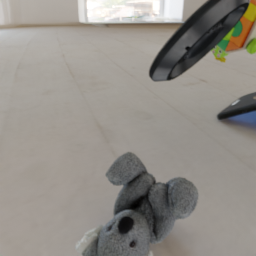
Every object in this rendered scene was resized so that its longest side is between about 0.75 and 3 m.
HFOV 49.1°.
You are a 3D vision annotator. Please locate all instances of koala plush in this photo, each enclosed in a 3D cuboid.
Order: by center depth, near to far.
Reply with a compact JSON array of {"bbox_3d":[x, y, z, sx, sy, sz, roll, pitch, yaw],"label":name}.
[{"bbox_3d":[0.098,1.486,4.197,1.381,1.431,1.557,23,53,18],"label":"koala plush"}]

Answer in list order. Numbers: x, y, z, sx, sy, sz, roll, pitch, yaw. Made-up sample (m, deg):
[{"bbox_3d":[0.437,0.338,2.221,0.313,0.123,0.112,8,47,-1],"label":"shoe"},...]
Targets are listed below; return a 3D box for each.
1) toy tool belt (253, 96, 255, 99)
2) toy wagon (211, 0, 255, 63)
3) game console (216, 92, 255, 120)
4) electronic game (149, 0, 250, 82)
[{"bbox_3d":[2.875,-0.795,5.946,0.474,0.482,0.772,-16,17,24],"label":"toy tool belt"},{"bbox_3d":[3.013,-3.066,8.235,0.558,2.820,2.188,-23,58,-23],"label":"toy wagon"},{"bbox_3d":[4.450,-0.389,9.012,2.163,1.431,2.459,-18,7,45],"label":"game console"},{"bbox_3d":[1.634,-2.122,6.535,0.606,2.912,2.912,50,42,8],"label":"electronic game"}]
